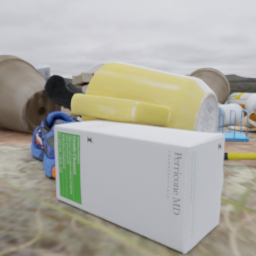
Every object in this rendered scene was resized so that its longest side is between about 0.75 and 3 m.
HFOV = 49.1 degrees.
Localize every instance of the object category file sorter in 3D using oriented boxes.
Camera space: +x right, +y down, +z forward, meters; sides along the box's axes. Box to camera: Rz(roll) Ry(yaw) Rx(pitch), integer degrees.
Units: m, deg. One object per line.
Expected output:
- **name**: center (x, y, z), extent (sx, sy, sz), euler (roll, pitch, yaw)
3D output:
- **file sorter**: center (3.062, -0.126, 9.235), extent (1.557, 0.956, 1.081), euler (1, 8, 12)

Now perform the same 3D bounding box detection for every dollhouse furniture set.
- **dollhouse furniture set**: center (-1.722, -1.272, 12.418), extent (2.247, 2.223, 1.158), euler (-8, -3, 38)

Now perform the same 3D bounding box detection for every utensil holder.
- **utensil holder**: center (4.230, -0.538, 12.113), extent (1.122, 0.954, 0.954), euler (-8, 12, -32)

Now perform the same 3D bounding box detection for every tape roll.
- **tape roll**: center (-1.091, -1.993, 13.665), extent (2.330, 2.330, 0.426), euler (-1, 16, -6)

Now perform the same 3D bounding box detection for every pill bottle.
- **pill bottle**: center (6.973, -1.334, 16.171), extent (1.292, 1.292, 2.326), euler (-3, 9, -22)

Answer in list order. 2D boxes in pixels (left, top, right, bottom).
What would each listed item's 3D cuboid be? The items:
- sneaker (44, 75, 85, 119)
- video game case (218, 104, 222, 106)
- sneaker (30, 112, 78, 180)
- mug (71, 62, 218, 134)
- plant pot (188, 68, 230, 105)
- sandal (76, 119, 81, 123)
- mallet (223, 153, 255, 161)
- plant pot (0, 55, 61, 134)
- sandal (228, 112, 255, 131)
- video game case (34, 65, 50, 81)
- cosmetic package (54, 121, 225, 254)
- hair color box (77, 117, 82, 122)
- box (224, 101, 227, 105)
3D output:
- **sneaker**: center (-1.492, -0.713, 9.205), extent (2.901, 0.871, 1.513), euler (34, -1, 37)
- **video game case**: center (2.951, -1.309, 14.148), extent (2.941, 0.324, 2.681), euler (21, -6, -6)
- **sneaker**: center (-1.535, 0.197, 6.307), extent (1.118, 1.164, 2.968), euler (-3, 9, -28)
- **mug**: center (0.449, -0.108, 5.788), extent (2.286, 2.230, 2.784), euler (11, 35, 33)
- **plant pot**: center (4.429, -1.883, 16.452), extent (2.848, 2.848, 2.472), euler (3, 25, 21)
- **sandal**: center (-1.831, -0.019, 8.988), extent (1.759, 0.719, 0.480), euler (2, 51, 9)
- **mallet**: center (2.228, 0.645, 5.916), extent (2.776, 0.571, 0.914), euler (-3, 11, 12)
- **plant pot**: center (-3.959, -0.994, 10.469), extent (2.510, 2.893, 2.893), euler (27, 22, 32)
- **sandal**: center (4.737, -0.210, 10.402), extent (0.854, 0.766, 2.330), euler (-4, 9, -24)
- **video game case**: center (-4.454, -1.443, 12.310), extent (2.213, 2.431, 0.288), euler (-18, 41, -34)
- **cosmetic package**: center (0.040, 0.572, 3.749), extent (2.206, 1.187, 0.936), euler (6, 10, 41)
- **hair color box**: center (-1.372, -0.303, 10.126), extent (0.797, 0.473, 1.459), euler (0, 34, 6)
- **box**: center (5.508, -1.518, 19.397), extent (2.394, 0.720, 1.396), euler (6, 10, 38)
